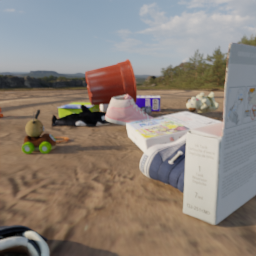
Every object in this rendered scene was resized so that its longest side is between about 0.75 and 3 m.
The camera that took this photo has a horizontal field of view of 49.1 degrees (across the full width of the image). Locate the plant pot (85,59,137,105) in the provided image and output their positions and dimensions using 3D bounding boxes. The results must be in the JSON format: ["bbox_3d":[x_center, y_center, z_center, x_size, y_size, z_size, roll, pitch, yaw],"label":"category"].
[{"bbox_3d":[-0.935,-2.154,14.229,2.256,2.320,2.320,-11,12,-9],"label":"plant pot"}]

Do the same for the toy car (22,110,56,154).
[{"bbox_3d":[-2.527,0.073,7.940,0.901,1.142,0.938,-1,11,-4],"label":"toy car"}]

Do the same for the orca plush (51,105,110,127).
[{"bbox_3d":[-2.019,-0.573,12.025,2.506,0.891,1.319,1,11,6],"label":"orca plush"}]

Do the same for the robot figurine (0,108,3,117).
[{"bbox_3d":[-6.802,-0.868,14.019,0.916,0.742,1.273,-5,12,-14],"label":"robot figurine"}]

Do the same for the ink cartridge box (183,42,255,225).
[{"bbox_3d":[2.047,-0.049,4.855,2.904,2.520,0.632,-10,15,-44],"label":"ink cartridge box"}]

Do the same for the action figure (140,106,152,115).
[{"bbox_3d":[0.442,-0.868,14.360,1.879,0.652,1.223,10,11,36],"label":"action figure"}]

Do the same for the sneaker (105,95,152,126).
[{"bbox_3d":[0.251,-0.633,10.690,2.112,1.104,0.795,10,19,-9],"label":"sneaker"}]

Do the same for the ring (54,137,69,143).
[{"bbox_3d":[-2.312,0.400,9.124,0.760,0.073,0.760,-1,10,0],"label":"ring"}]

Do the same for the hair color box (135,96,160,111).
[{"bbox_3d":[0.575,-1.480,16.911,2.737,0.887,1.496,-1,10,7],"label":"hair color box"}]

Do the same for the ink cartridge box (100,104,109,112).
[{"bbox_3d":[-1.425,-1.366,16.758,0.404,0.693,0.957,-3,11,-15],"label":"ink cartridge box"}]

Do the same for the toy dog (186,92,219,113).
[{"bbox_3d":[3.409,-1.167,13.416,1.303,0.909,1.264,0,-21,-22],"label":"toy dog"}]

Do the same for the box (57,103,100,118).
[{"bbox_3d":[-2.503,-0.918,14.558,1.594,0.623,2.614,1,11,7],"label":"box"}]

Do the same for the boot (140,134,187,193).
[{"bbox_3d":[1.408,0.714,5.893,1.085,0.874,2.402,25,28,39],"label":"boot"}]

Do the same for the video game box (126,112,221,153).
[{"bbox_3d":[1.289,0.084,8.615,2.269,0.583,2.491,-9,12,-10],"label":"video game box"}]

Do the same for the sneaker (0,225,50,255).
[{"bbox_3d":[-1.152,1.270,2.706,0.761,0.770,1.940,-8,12,-30],"label":"sneaker"}]
